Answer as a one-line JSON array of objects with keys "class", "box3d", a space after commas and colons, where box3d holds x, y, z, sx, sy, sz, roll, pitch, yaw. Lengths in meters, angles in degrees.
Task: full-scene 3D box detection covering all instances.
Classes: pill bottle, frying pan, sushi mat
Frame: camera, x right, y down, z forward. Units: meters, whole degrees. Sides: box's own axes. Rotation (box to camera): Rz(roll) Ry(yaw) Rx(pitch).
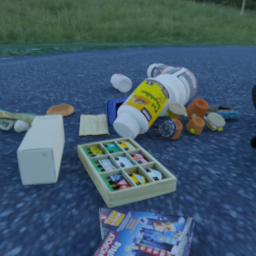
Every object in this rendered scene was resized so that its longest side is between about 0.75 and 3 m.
[{"class": "pill bottle", "box3d": [-0.440, -2.603, 16.106, 0.856, 0.856, 1.510, -8, 22, -19]}, {"class": "pill bottle", "box3d": [1.861, -1.611, 12.348, 1.720, 1.720, 2.969, 10, 23, 24]}, {"class": "frying pan", "box3d": [1.201, -0.068, 9.454, 0.176, 0.656, 1.084, 18, 17, -45]}, {"class": "pill bottle", "box3d": [2.091, -3.241, 17.198, 1.257, 1.257, 2.170, -8, 22, -19]}, {"class": "pill bottle", "box3d": [0.464, -0.648, 9.805, 1.221, 1.221, 2.235, 16, 54, 35]}, {"class": "sushi mat", "box3d": [-1.320, -0.130, 10.772, 1.059, 0.134, 2.213, -4, 22, -6]}]

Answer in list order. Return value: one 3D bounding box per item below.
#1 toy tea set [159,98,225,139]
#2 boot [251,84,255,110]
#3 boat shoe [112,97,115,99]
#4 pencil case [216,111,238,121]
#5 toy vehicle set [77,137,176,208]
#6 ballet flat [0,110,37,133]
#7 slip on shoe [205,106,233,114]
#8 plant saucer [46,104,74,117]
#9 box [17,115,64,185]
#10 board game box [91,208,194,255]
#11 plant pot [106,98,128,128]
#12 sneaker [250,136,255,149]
[{"class": "toy tea set", "box3d": [2.156, -0.209, 10.349, 2.687, 0.994, 1.598, -8, 52, -28]}, {"class": "boot", "box3d": [5.396, -0.886, 10.419, 0.821, 2.370, 2.064, -28, 9, 35]}, {"class": "boat shoe", "box3d": [-0.705, -1.266, 13.517, 0.268, 0.268, 0.762, 17, 27, 0]}, {"class": "pencil case", "box3d": [4.003, -0.499, 11.373, 0.877, 0.373, 0.405, 2, -15, 8]}, {"class": "toy vehicle set", "box3d": [-0.186, 1.020, 7.494, 1.707, 0.364, 2.748, -9, 23, -22]}, {"class": "ballet flat", "box3d": [-4.118, -0.186, 10.173, 2.078, 0.735, 0.735, 11, 23, 10]}, {"class": "slip on shoe", "box3d": [3.790, -0.775, 11.904, 1.308, 0.396, 0.497, 18, 45, 32]}, {"class": "plant saucer", "box3d": [-2.949, -0.763, 12.092, 1.182, 0.221, 1.182, -5, 24, 2]}, {"class": "box", "box3d": [-2.360, 0.503, 7.925, 0.867, 1.042, 2.536, -3, 20, -6]}, {"class": "board game box", "box3d": [0.079, 2.012, 4.712, 1.729, 0.534, 1.730, 8, 23, 23]}, {"class": "plant pot", "box3d": [-0.278, -0.635, 10.839, 1.074, 1.074, 0.966, -12, 19, -28]}, {"class": "sneaker", "box3d": [4.346, 0.854, 7.178, 1.197, 1.069, 2.997, -11, 20, -7]}]
